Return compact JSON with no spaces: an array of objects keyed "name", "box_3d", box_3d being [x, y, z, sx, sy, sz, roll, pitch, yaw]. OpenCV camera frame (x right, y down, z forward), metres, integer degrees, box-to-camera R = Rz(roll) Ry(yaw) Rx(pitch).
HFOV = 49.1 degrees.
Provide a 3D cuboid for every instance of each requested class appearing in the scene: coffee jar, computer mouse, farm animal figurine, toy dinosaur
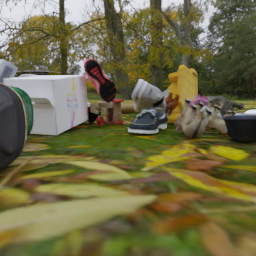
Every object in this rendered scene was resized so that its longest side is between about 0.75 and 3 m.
[{"name":"coffee jar","box_3d":[-2.246,-0.122,4.300,1.428,1.168,2.737,-2,8,-17]},{"name":"computer mouse","box_3d":[2.905,0.017,6.051,1.625,0.533,2.314,1,1,19]},{"name":"farm animal figurine","box_3d":[1.715,-0.226,6.985,1.812,0.911,1.464,-1,26,-42]},{"name":"toy dinosaur","box_3d":[2.831,-0.680,8.990,1.240,0.934,2.426,25,9,-15]}]

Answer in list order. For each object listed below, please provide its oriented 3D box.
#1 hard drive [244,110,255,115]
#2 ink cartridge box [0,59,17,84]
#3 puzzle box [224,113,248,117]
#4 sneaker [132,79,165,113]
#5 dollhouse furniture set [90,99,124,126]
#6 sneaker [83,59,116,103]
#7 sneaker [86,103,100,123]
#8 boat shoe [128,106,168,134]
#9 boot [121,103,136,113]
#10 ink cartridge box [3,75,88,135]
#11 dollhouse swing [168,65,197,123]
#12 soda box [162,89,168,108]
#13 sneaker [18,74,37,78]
[{"name":"hard drive","box_3d":[5.423,-0.484,11.024,1.503,0.289,2.278,3,8,26]},{"name":"ink cartridge box","box_3d":[-5.303,-1.363,10.337,2.702,2.163,0.639,8,-17,45]},{"name":"puzzle box","box_3d":[3.462,-0.169,7.910,1.049,0.201,1.577,21,18,35]},{"name":"sneaker","box_3d":[0.798,-0.872,9.812,1.037,0.945,2.530,26,0,12]},{"name":"dollhouse furniture set","box_3d":[-0.757,-0.466,8.854,0.605,0.801,1.488,8,15,31]},{"name":"sneaker","box_3d":[-0.818,-1.398,8.105,0.533,1.447,0.628,-34,30,-6]},{"name":"sneaker","box_3d":[-1.694,-0.586,10.035,1.450,0.951,2.519,27,3,1]},{"name":"boat shoe","box_3d":[0.564,-0.247,7.533,0.786,0.627,2.080,7,10,18]},{"name":"boot","box_3d":[0.367,-1.042,14.465,1.996,0.660,1.748,0,-6,-12]},{"name":"ink cartridge box","box_3d":[-2.148,-0.670,7.427,1.398,1.362,2.174,2,14,15]},{"name":"dollhouse swing","box_3d":[1.471,-1.065,8.832,1.393,1.585,1.440,11,-10,-44]},{"name":"soda box","box_3d":[1.776,-1.191,12.533,0.757,0.814,2.386,-38,0,3]},{"name":"sneaker","box_3d":[-3.886,-1.287,9.946,2.690,0.975,1.534,-11,-24,14]}]
